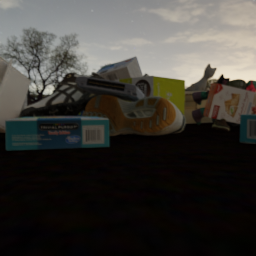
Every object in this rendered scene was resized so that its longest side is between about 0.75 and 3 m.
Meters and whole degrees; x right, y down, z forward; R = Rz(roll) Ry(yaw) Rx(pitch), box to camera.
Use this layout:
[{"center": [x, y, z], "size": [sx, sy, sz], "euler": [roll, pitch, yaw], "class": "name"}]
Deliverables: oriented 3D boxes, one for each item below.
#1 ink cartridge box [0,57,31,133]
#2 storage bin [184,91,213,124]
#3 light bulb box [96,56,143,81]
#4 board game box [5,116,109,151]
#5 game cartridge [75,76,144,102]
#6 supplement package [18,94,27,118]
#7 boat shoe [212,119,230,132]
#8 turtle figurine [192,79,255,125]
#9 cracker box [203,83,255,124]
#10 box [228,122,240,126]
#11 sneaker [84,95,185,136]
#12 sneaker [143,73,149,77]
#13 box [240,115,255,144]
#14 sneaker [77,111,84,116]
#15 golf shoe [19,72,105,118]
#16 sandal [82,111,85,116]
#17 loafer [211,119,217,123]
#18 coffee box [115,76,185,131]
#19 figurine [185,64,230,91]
[{"center": [-3.913, -0.878, 7.110], "size": [2.543, 1.635, 1.592], "euler": [3, -20, 23], "class": "ink cartridge box"}, {"center": [1.873, -0.911, 12.722], "size": [2.884, 1.361, 2.904], "euler": [-2, 4, -15], "class": "storage bin"}, {"center": [-0.344, -1.762, 9.811], "size": [1.399, 0.881, 1.411], "euler": [-12, 24, 20], "class": "light bulb box"}, {"center": [-1.280, 0.030, 5.274], "size": [1.552, 0.482, 2.055], "euler": [-1, 4, -13], "class": "board game box"}, {"center": [-0.385, -0.899, 6.664], "size": [1.488, 0.301, 0.992], "euler": [12, -6, 15], "class": "game cartridge"}, {"center": [-4.609, -1.008, 10.626], "size": [1.401, 1.846, 1.391], "euler": [-1, 4, -16], "class": "supplement package"}, {"center": [2.593, -0.106, 7.818], "size": [0.343, 0.344, 0.930], "euler": [21, 2, -5], "class": "boat shoe"}, {"center": [3.670, -1.072, 9.988], "size": [2.779, 1.399, 2.080], "euler": [-14, 35, 36], "class": "turtle figurine"}, {"center": [3.111, -0.679, 8.334], "size": [1.513, 1.014, 0.436], "euler": [10, 10, -9], "class": "cracker box"}, {"center": [5.157, -0.365, 10.560], "size": [2.515, 0.625, 2.496], "euler": [1, 3, 17], "class": "box"}, {"center": [0.099, -0.174, 6.585], "size": [2.609, 0.987, 1.144], "euler": [9, -5, 38], "class": "sneaker"}, {"center": [0.311, -1.716, 12.419], "size": [2.869, 1.867, 1.145], "euler": [15, 52, 15], "class": "sneaker"}, {"center": [3.183, 0.007, 5.231], "size": [2.160, 0.531, 0.889], "euler": [-2, 4, -28], "class": "box"}, {"center": [-2.242, -0.810, 16.425], "size": [2.578, 0.914, 1.068], "euler": [6, -7, 45], "class": "sneaker"}, {"center": [-1.791, -0.840, 8.028], "size": [2.828, 1.336, 1.099], "euler": [-19, -25, -31], "class": "golf shoe"}, {"center": [-1.256, -0.416, 9.693], "size": [0.677, 0.755, 2.058], "euler": [-22, 25, 3], "class": "sandal"}, {"center": [3.703, -0.372, 12.308], "size": [0.264, 0.302, 0.841], "euler": [13, 10, 1], "class": "loafer"}, {"center": [0.612, -0.642, 7.914], "size": [1.445, 1.459, 1.461], "euler": [4, 5, 44], "class": "coffee box"}, {"center": [3.614, -1.875, 12.600], "size": [1.732, 1.690, 0.746], "euler": [24, 19, -37], "class": "figurine"}]
